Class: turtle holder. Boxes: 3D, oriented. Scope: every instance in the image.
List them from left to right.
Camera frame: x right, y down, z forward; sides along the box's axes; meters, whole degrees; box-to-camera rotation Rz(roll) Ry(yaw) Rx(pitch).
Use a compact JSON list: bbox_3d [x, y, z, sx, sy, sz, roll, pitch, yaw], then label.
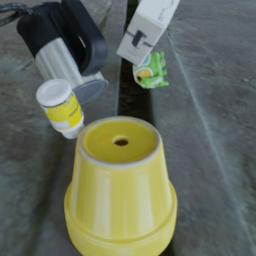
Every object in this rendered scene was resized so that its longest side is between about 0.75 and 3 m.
[{"bbox_3d":[0.983,-2.349,12.348,1.417,1.516,1.996,-8,64,9],"label":"turtle holder"}]

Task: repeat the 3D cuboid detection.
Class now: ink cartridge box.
[{"bbox_3d":[0.663,-3.498,9.333,1.037,2.476,1.787,28,70,-8],"label":"ink cartridge box"}]

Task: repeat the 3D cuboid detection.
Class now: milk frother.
[{"bbox_3d":[-2.243,-1.939,7.534,2.809,2.535,2.642,-26,84,-25],"label":"milk frother"}]

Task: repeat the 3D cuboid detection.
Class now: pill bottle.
[{"bbox_3d":[-1.317,-0.338,5.728,0.683,1.228,0.683,-6,51,7],"label":"pill bottle"}]

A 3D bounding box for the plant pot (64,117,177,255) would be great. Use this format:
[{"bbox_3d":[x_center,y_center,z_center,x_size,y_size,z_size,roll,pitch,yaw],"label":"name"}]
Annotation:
[{"bbox_3d":[-0.160,1.192,6.141,2.590,2.437,2.590,1,34,-1],"label":"plant pot"}]
